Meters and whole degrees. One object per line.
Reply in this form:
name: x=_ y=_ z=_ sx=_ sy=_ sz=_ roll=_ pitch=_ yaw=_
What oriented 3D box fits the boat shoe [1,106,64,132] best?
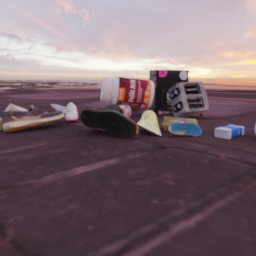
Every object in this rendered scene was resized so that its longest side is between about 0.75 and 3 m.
boat shoe: x=-3.837 y=-0.502 z=11.441 sx=2.637 sy=0.854 sz=0.948 roll=-16 pitch=2 yaw=-41

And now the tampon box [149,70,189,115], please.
tampon box: x=2.313 y=-2.109 z=16.278 sx=1.857 sy=2.478 sz=1.564 roll=-3 pitch=11 yaw=-16

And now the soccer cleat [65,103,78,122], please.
soccer cleat: x=-2.809 y=-0.790 z=13.642 sx=0.634 sy=0.783 sz=1.814 roll=-9 pitch=15 yaw=-11

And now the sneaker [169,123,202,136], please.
sneaker: x=2.072 y=0.064 z=10.195 sx=1.197 sy=0.458 sz=0.483 roll=10 pitch=-13 yaw=-3

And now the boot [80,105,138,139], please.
boot: x=-0.354 y=-0.425 z=10.535 sx=2.402 sy=0.931 sz=1.662 roll=20 pitch=26 yaw=29

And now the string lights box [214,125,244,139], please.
string lights box: x=3.684 y=0.135 z=10.163 sx=1.105 sy=0.326 sz=0.568 roll=-9 pitch=14 yaw=-40

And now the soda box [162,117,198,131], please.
soda box: x=1.995 y=-0.116 z=10.829 sx=1.289 sy=0.413 sz=0.437 roll=6 pitch=-29 yaw=28

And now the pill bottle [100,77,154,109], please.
pill bottle: x=-0.074 y=-1.879 z=14.649 sx=2.621 sy=1.496 sz=1.496 roll=6 pitch=10 yaw=-9

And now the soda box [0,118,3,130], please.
soda box: x=-5.378 y=-0.186 z=11.715 sx=0.366 sy=0.387 sz=1.142 roll=-10 pitch=15 yaw=-44

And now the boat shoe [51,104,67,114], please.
boat shoe: x=-3.362 y=-0.911 z=13.455 sx=1.005 sy=0.328 sz=0.370 roll=17 pitch=10 yaw=36

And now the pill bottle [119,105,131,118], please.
pill bottle: x=-0.526 y=-0.781 z=14.126 sx=1.188 sy=0.674 sz=0.674 roll=-7 pitch=13 yaw=-29

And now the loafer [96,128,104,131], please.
loafer: x=-1.006 y=-0.058 z=11.096 sx=1.066 sy=0.405 sz=0.359 roll=8 pitch=25 yaw=25

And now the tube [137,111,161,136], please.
tube: x=0.853 y=-0.198 z=11.201 sx=0.728 sy=0.651 sz=2.508 roll=-14 pitch=11 yaw=8

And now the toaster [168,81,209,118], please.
toaster: x=3.178 y=-1.434 z=14.478 sx=1.820 sy=1.646 sz=1.080 roll=-6 pitch=-12 yaw=-18

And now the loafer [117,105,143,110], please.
loafer: x=0.496 y=-1.740 z=17.725 sx=2.785 sy=1.059 sz=0.939 roll=-25 pitch=-14 yaw=-45

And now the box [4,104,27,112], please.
box: x=-4.740 y=-0.589 z=12.065 sx=0.471 sy=0.566 sz=1.377 roll=37 pitch=-3 yaw=6
